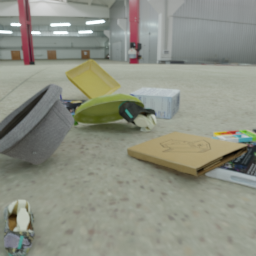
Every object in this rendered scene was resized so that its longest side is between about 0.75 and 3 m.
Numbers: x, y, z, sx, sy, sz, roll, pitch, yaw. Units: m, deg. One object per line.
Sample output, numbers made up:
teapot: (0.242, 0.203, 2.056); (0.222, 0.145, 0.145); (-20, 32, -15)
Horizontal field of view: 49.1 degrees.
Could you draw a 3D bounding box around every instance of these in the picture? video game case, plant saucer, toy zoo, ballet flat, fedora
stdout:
video game case: (3.748, 1.000, 7.648); (2.472, 0.318, 2.719); (11, 21, 32)
plant saucer: (-0.764, -0.751, 10.934); (2.774, 0.431, 2.774); (-11, -13, -3)
plant saucer: (-2.150, -2.719, 16.990); (2.652, 0.642, 2.651); (43, 44, 3)
toy zoo: (3.451, 0.287, 9.174); (1.451, 0.148, 0.952); (-4, 13, -3)
ballet flat: (0.519, -0.316, 10.835); (0.914, 0.909, 2.672); (53, 20, 24)
ballet flat: (-1.952, 1.633, 5.093); (0.564, 0.564, 1.567); (-7, 18, -21)
fedora: (-2.604, 0.108, 7.803); (2.971, 1.341, 2.627); (-29, 28, 28)

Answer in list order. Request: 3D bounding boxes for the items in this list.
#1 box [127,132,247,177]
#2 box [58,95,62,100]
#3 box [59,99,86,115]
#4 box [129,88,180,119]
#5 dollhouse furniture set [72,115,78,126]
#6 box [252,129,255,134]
box: (1.641, 0.644, 8.173); (2.210, 0.288, 2.704); (-17, 16, -35)
box: (-4.737, -1.911, 16.797); (1.009, 0.576, 1.098); (11, 24, 32)
box: (-3.286, -0.865, 13.183); (2.229, 0.554, 2.213); (7, 20, 37)
box: (1.339, -1.258, 13.799); (2.079, 1.091, 1.912); (7, 19, 20)
dollhouse furniture set: (-2.631, -0.125, 11.385); (1.149, 0.444, 0.574); (-21, 1, 8)
box: (4.993, 0.355, 9.069); (1.494, 0.372, 1.178); (6, 7, -7)
